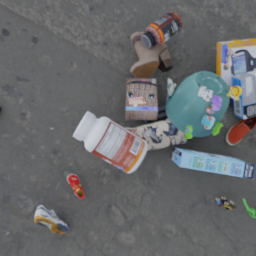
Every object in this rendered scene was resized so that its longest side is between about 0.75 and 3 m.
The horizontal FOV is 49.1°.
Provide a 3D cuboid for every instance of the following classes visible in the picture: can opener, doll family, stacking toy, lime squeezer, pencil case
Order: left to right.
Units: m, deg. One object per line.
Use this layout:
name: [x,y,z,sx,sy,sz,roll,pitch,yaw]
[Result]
pencil case: [0.919,0.273,11.302,2.732,1.063,1.222,-11,102,-2]
can opener: [1.703,-0.765,11.729,2.191,0.728,0.577,-16,59,2]
stacking toy: [2.900,-0.495,9.618,1.551,2.058,0.483,-4,35,-30]
doll family: [3.799,2.993,10.990,0.338,0.498,0.861,-46,42,-15]
lime squeezer: [4.867,3.127,10.619,1.983,0.700,0.374,17,34,-27]

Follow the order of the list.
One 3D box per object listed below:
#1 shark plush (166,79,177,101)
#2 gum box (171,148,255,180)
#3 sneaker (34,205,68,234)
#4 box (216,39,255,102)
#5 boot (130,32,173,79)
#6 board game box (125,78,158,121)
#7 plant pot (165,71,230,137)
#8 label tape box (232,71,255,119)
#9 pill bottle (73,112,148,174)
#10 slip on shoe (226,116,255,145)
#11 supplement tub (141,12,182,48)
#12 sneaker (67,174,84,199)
shark plush: [1.629,-1.474,10.929,0.388,0.853,0.355,-23,35,-34]
gum box: [3.060,1.288,10.556,2.540,2.158,0.566,9,90,1]
sneaker: [-2.858,3.487,10.712,0.604,1.604,0.707,-31,38,13]
box: [4.429,-2.275,11.509,1.510,0.526,2.536,-8,109,-3]
boot: [0.674,-3.096,11.526,2.651,0.931,1.938,-15,68,-44]
board game box: [0.541,-1.177,11.515,1.275,0.775,1.600,0,60,1]
plant pot: [2.793,-1.058,10.772,2.239,1.797,2.239,9,53,-12]
label tape box: [5.457,-1.469,11.264,2.340,0.773,1.676,-14,110,-4]
pill bottle: [-0.646,0.481,9.969,2.449,1.374,1.374,31,80,-10]
slip on shoe: [4.765,0.036,11.648,1.753,0.536,0.649,-41,84,-5]
supplement tub: [1.306,-3.864,11.179,1.661,0.888,0.888,-38,81,-16]
sneaker: [-1.995,2.299,10.964,0.435,0.480,1.130,-31,112,-13]
